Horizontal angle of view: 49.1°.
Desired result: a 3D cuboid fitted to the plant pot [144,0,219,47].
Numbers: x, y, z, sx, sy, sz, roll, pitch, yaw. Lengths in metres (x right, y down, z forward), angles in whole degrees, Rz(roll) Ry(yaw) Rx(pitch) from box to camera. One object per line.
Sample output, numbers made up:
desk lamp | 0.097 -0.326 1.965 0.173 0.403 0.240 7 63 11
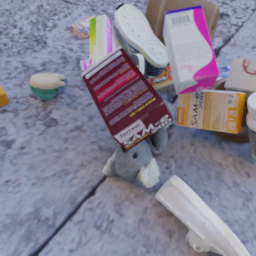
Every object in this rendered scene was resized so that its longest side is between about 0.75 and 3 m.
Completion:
plant pot | 2.111 -4.023 10.562 2.288 2.624 2.624 19 50 20

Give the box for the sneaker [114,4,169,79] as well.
sneaker | 0.314 -2.899 10.050 1.042 1.894 2.587 -41 91 -14

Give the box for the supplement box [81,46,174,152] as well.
supplement box | -0.116 -0.841 7.173 1.423 0.796 2.615 -34 49 6

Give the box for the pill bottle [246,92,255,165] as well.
pill bottle | 4.022 0.082 7.830 1.246 2.203 1.246 -18 34 12

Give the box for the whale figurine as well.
whale figurine | -3.016 -1.618 10.670 1.315 0.857 1.653 12 25 8

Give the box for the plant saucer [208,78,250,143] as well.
plant saucer | 3.784 -0.776 9.488 2.656 0.486 2.656 -1 63 1

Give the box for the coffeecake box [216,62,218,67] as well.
coffeecake box | 2.641 -2.778 11.697 1.359 0.647 1.770 -16 50 -15

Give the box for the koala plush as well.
koala plush | 0.319 0.538 8.116 1.995 2.068 2.250 8 66 26

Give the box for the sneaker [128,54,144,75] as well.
sneaker | 0.133 -1.538 8.771 0.702 0.618 1.659 2 74 -26

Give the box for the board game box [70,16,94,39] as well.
board game box | -1.969 -5.037 13.976 1.436 0.333 1.088 -35 57 -28

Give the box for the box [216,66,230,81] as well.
box | 3.816 -1.223 10.285 1.594 0.623 2.613 -11 48 -10

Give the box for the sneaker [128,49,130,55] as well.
sneaker | -0.468 -2.884 11.252 0.507 0.564 1.306 2 51 46

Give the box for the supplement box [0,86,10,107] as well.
supplement box | -5.213 -0.865 10.006 1.739 0.598 0.578 -30 55 -23

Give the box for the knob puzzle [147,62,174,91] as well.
knob puzzle | 1.541 -2.463 11.080 2.180 0.302 2.180 -14 52 18

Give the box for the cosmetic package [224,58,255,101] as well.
cosmetic package | 4.212 -1.295 8.365 2.271 1.174 0.991 16 86 28

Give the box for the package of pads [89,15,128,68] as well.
package of pads | -0.604 -2.448 9.505 0.734 1.663 2.152 -10 71 26

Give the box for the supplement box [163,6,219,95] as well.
supplement box | 1.624 -2.038 7.521 1.013 1.035 2.003 -9 76 1

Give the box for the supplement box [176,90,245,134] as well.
supplement box | 2.442 -0.544 8.429 1.845 1.163 0.678 8 12 33

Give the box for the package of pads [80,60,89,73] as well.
package of pads | -1.536 -2.582 11.756 0.892 0.304 0.689 -9 50 -9

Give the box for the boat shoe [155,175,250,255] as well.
boat shoe | 1.774 2.433 6.800 0.967 1.017 2.824 -44 68 0
